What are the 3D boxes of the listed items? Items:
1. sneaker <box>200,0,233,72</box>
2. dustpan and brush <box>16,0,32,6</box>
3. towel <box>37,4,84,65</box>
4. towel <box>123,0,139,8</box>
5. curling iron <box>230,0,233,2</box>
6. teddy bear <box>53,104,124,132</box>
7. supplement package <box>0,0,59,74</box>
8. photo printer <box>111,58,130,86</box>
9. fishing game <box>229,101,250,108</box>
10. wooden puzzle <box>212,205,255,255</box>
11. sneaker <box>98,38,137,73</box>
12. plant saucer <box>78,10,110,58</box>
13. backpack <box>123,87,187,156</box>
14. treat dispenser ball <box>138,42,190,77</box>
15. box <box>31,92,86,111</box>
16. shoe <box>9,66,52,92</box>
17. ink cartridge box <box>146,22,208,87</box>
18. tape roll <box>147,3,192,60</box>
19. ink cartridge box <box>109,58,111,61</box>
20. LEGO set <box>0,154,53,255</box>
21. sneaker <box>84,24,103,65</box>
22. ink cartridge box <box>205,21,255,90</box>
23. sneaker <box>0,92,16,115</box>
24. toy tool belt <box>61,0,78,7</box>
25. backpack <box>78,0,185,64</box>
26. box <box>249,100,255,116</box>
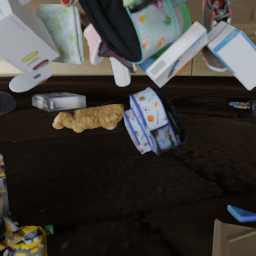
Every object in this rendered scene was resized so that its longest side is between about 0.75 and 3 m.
[{"bbox_3d":[2.226,-2.540,7.013,0.849,2.204,0.902,-6,-5,9],"label":"sneaker"},{"bbox_3d":[-2.590,-3.833,7.587,1.134,0.324,0.791,-24,-6,-4],"label":"dustpan and brush"},{"bbox_3d":[-2.467,-3.386,10.155,1.770,2.067,0.498,15,32,31],"label":"towel"},{"bbox_3d":[0.354,-1.733,2.563,0.189,0.918,1.230,20,-10,-30],"label":"towel"},{"bbox_3d":[3.522,-3.502,9.920,0.717,2.892,0.370,-8,-5,12],"label":"curling iron"},{"bbox_3d":[-1.210,-0.250,8.696,2.247,0.750,1.629,-8,6,-1],"label":"teddy bear"},{"bbox_3d":[-3.574,-3.083,8.687,1.330,1.869,2.399,-33,-22,8],"label":"supplement package"},{"bbox_3d":[-0.277,-2.359,9.237,0.539,1.551,1.291,-6,47,5],"label":"photo printer"},{"bbox_3d":[5.399,-1.125,13.173,1.222,0.265,1.707,6,14,11],"label":"fishing game"},{"bbox_3d":[1.353,1.312,2.826,1.052,0.182,1.559,11,16,24],"label":"wooden puzzle"},{"bbox_3d":[-0.325,-1.822,6.987,0.802,1.389,0.525,-23,48,4],"label":"sneaker"},{"bbox_3d":[-1.332,-3.827,11.848,0.403,2.513,2.513,-44,20,-2],"label":"plant saucer"},{"bbox_3d":[0.491,-0.180,6.477,1.149,1.421,1.492,-19,16,-7],"label":"backpack"},{"bbox_3d":[1.388,-3.110,11.057,2.301,2.301,2.301,0,13,0],"label":"treat dispenser ball"},{"bbox_3d":[-3.280,-1.260,13.060,1.777,0.542,2.243,-9,16,-35],"label":"box"},{"bbox_3d":[-2.461,-1.173,7.065,1.133,0.405,0.515,-36,8,-31],"label":"shoe"},{"bbox_3d":[1.084,-1.439,5.963,0.305,1.366,1.204,50,11,15],"label":"ink cartridge box"},{"bbox_3d":[0.790,-2.751,7.494,1.807,1.807,0.434,-4,-1,-16],"label":"tape roll"},{"bbox_3d":[-0.204,-3.168,10.469,0.534,1.276,0.921,21,40,-6],"label":"ink cartridge box"},{"bbox_3d":[-1.706,0.892,2.605,1.830,1.060,1.407,-8,15,-32],"label":"LEGO set"},{"bbox_3d":[-1.074,-2.660,8.800,0.708,1.355,0.510,15,1,23],"label":"sneaker"},{"bbox_3d":[2.217,-1.552,5.825,1.047,0.604,1.443,40,23,-16],"label":"ink cartridge box"},{"bbox_3d":[-5.860,-0.999,11.069,2.623,0.941,1.086,-6,14,-25],"label":"sneaker"},{"bbox_3d":[-1.357,-2.938,5.549,0.609,0.975,0.599,-2,19,9],"label":"toy tool belt"},{"bbox_3d":[0.033,-2.396,5.129,1.710,2.230,1.960,-33,36,-17],"label":"backpack"},{"bbox_3d":[5.376,-0.786,11.123,0.899,0.502,1.273,1,12,18],"label":"box"}]
